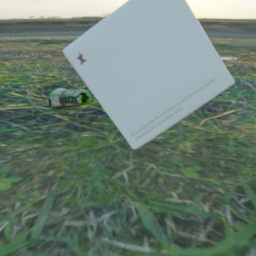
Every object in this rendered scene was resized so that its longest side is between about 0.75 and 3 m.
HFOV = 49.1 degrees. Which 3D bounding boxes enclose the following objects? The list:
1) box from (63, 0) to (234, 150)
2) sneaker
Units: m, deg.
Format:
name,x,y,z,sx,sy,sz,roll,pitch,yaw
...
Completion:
name,x,y,z,sx,sy,sz,roll,pitch,yaw
box,0.405,-1.279,5.895,2.335,2.347,2.010,-34,7,7
sneaker,-2.546,-1.344,12.310,2.041,0.796,0.869,-19,31,-38
